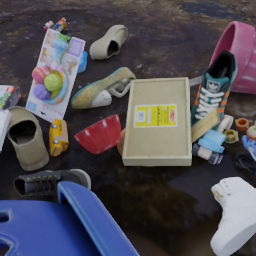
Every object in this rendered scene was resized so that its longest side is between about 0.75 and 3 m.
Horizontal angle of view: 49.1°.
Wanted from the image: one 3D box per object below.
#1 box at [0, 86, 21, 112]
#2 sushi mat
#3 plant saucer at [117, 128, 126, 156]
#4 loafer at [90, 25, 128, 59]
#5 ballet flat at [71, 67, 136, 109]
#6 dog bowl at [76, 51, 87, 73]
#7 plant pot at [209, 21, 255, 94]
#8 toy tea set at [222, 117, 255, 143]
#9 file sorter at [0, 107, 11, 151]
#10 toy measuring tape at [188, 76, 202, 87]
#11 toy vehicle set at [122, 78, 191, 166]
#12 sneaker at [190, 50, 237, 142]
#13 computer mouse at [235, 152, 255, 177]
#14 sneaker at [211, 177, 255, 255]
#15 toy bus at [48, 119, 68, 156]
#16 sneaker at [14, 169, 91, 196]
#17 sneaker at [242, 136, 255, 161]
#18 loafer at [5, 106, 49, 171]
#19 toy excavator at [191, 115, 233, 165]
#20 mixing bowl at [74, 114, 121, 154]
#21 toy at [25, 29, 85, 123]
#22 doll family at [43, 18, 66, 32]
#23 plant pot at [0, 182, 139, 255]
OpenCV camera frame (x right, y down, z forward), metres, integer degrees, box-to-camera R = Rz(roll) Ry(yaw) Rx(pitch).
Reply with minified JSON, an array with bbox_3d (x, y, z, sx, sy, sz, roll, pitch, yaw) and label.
[{"bbox_3d":[-4.538,-0.501,8.917,1.391,0.439,2.528,1,40,1],"label":"box"},{"bbox_3d":[1.883,0.062,7.553,0.090,1.494,0.715,33,40,-14],"label":"sushi mat"},{"bbox_3d":[0.554,0.357,8.009,1.737,0.325,1.737,1,40,0],"label":"plant saucer"},{"bbox_3d":[-0.669,-3.714,12.395,0.846,0.937,2.478,23,55,23],"label":"loafer"},{"bbox_3d":[-0.690,-1.254,9.545,0.946,0.946,2.677,29,49,30],"label":"ballet flat"},{"bbox_3d":[-2.097,-2.739,11.622,0.781,0.347,1.401,-2,40,-2],"label":"dog bowl"},{"bbox_3d":[4.136,-2.145,9.584,2.144,2.396,2.396,18,42,-1],"label":"plant pot"},{"bbox_3d":[3.217,-0.027,8.033,1.570,0.581,0.934,4,49,31],"label":"toy tea set"},{"bbox_3d":[-4.122,0.269,6.609,1.621,1.455,2.336,-10,52,11],"label":"file sorter"},{"bbox_3d":[1.633,-1.064,9.024,2.823,1.039,1.039,-16,42,-4],"label":"toy measuring tape"},{"bbox_3d":[0.834,-0.258,7.740,1.706,0.364,2.745,0,55,11],"label":"toy vehicle set"},{"bbox_3d":[2.347,-0.930,7.946,0.952,1.066,2.668,18,87,25],"label":"sneaker"},{"bbox_3d":[4.152,0.652,7.385,2.539,0.557,1.392,-24,38,-28],"label":"computer mouse"},{"bbox_3d":[2.164,1.806,6.049,2.075,0.765,1.199,-20,42,-35],"label":"sneaker"},{"bbox_3d":[-1.987,0.267,7.947,0.469,0.390,1.197,13,36,-28],"label":"toy bus"},{"bbox_3d":[-1.680,1.289,6.161,1.707,0.638,0.907,-7,-2,34],"label":"sneaker"},{"bbox_3d":[3.159,0.477,7.004,0.278,0.309,0.751,-31,81,-39],"label":"sneaker"},{"bbox_3d":[-2.927,0.059,7.907,1.005,0.892,2.645,-23,45,-24],"label":"loafer"},{"bbox_3d":[2.390,0.252,7.535,0.666,1.333,1.297,27,9,28],"label":"toy excavator"},{"bbox_3d":[-0.686,0.246,7.379,1.301,1.301,0.705,-26,87,-27],"label":"mixing bowl"},{"bbox_3d":[-2.423,-1.584,8.540,1.553,2.697,0.637,25,10,24],"label":"toy"},{"bbox_3d":[-3.657,-5.242,14.502,1.351,0.609,0.838,-2,44,26],"label":"doll family"},{"bbox_3d":[-1.086,2.581,3.528,2.603,2.895,2.895,-19,44,-29],"label":"plant pot"}]
